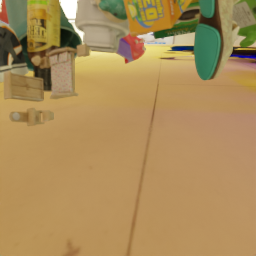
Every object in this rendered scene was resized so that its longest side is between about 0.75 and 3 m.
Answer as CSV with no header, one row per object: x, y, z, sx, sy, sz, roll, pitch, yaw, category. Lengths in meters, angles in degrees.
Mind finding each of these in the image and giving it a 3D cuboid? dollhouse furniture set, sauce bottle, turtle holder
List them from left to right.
-1.903,-1.951,6.331,0.725,2.240,0.725,2,9,0,sauce bottle
-1.023,-0.523,3.498,1.083,0.924,0.529,-5,-4,36,dollhouse furniture set
2.675,-2.716,5.271,1.588,1.484,2.090,27,-21,-5,turtle holder

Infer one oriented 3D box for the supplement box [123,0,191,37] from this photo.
0.671,-2.505,5.161,0.824,0.797,2.395,1,37,27,supplement box

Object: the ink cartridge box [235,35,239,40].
3.474,-3.962,10.149,1.392,2.378,0.800,-8,53,-11,ink cartridge box

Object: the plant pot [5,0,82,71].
-2.458,-2.890,7.768,1.921,1.882,1.921,-19,-16,-6,plant pot

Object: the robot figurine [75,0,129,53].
-0.534,-3.004,6.593,1.313,2.325,1.972,6,4,2,robot figurine

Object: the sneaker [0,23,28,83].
-2.755,-1.374,5.360,1.114,1.128,2.841,-13,17,-4,sneaker

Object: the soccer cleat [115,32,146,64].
-0.569,-2.889,8.622,2.653,1.014,0.885,26,45,-38,soccer cleat

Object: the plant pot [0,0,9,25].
-3.501,-3.747,9.096,1.074,1.214,1.214,13,16,-18,plant pot

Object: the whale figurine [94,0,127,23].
-0.337,-2.566,5.304,0.597,1.150,0.915,-26,35,46,whale figurine

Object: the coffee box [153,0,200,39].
1.373,-3.348,7.591,1.701,0.609,2.767,-8,-7,11,coffee box

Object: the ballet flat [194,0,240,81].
1.354,-1.606,4.053,0.636,2.040,0.688,-22,43,-11,ballet flat
